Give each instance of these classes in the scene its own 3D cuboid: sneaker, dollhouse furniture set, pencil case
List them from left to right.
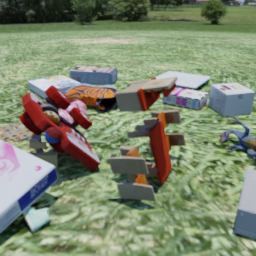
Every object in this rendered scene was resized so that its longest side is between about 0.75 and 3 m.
[{"bbox_3d":[-2.104,1.927,6.385,0.518,0.323,0.879,-22,42,-30],"label":"sneaker"},{"bbox_3d":[-2.519,0.551,8.562,0.745,1.078,1.141,2,30,-10],"label":"dollhouse furniture set"},{"bbox_3d":[-2.307,-0.493,11.214,0.761,0.796,1.839,-21,18,23],"label":"pencil case"},{"bbox_3d":[-1.652,-1.338,12.781,2.608,1.012,1.461,-8,31,-4],"label":"sneaker"},{"bbox_3d":[0.740,0.140,7.355,1.420,2.726,2.756,-2,26,30],"label":"dollhouse furniture set"}]

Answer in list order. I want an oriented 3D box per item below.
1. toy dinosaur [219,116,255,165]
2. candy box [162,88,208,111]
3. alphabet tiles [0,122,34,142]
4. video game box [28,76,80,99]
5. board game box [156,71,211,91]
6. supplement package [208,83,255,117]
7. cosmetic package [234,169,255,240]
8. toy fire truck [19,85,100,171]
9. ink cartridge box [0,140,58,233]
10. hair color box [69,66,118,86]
[{"bbox_3d":[3.934,0.583,9.290,2.089,1.097,1.896,32,11,-11],"label":"toy dinosaur"},{"bbox_3d":[2.756,-1.435,13.510,1.846,0.563,1.259,15,28,29],"label":"candy box"},{"bbox_3d":[-4.084,0.087,10.780,1.545,0.059,1.857,23,33,40],"label":"alphabet tiles"},{"bbox_3d":[-4.068,-2.298,15.452,2.119,0.544,2.326,-20,31,-32],"label":"video game box"},{"bbox_3d":[3.135,-2.788,16.743,2.831,0.366,2.830,15,28,29],"label":"board game box"},{"bbox_3d":[4.609,-1.302,12.621,1.368,1.052,1.430,-6,26,-12],"label":"supplement package"},{"bbox_3d":[3.027,1.716,6.382,0.925,0.781,1.732,12,30,26],"label":"cosmetic package"},{"bbox_3d":[-1.951,0.042,8.186,1.409,2.514,2.111,-44,37,1],"label":"toy fire truck"},{"bbox_3d":[-3.675,1.378,6.367,2.934,0.635,2.880,19,40,23],"label":"ink cartridge box"},{"bbox_3d":[-2.089,-3.215,17.151,2.645,0.802,1.309,6,25,15],"label":"hair color box"}]
